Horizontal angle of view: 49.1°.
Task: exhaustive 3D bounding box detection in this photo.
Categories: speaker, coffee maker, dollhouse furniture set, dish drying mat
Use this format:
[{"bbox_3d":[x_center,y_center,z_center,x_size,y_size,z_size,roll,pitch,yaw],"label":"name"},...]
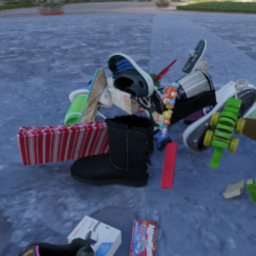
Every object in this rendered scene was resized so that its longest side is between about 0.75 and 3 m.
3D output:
[{"bbox_3d":[-1.886,-0.566,11.046,0.933,0.933,2.110,1,28,1],"label":"speaker"},{"bbox_3d":[1.918,-0.835,9.435,1.872,1.798,1.261,-27,12,-3],"label":"coffee maker"},{"bbox_3d":[3.073,1.704,7.350,0.968,0.486,0.634,-30,-4,36],"label":"dollhouse furniture set"},{"bbox_3d":[1.041,0.949,7.082,0.106,1.168,0.448,16,-16,-27],"label":"dish drying mat"}]

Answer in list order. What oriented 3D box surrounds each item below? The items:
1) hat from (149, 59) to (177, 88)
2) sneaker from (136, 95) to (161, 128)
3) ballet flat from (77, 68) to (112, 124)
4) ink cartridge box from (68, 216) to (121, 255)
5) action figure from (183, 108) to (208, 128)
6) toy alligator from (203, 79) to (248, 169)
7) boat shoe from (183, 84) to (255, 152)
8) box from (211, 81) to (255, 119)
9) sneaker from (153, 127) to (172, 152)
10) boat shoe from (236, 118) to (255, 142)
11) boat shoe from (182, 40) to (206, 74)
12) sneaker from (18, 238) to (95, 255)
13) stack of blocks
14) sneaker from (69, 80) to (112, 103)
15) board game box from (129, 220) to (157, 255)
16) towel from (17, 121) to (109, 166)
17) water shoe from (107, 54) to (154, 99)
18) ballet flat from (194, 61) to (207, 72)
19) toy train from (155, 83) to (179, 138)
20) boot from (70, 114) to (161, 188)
[{"bbox_3d":[1.121,-2.600,13.927,1.955,1.721,1.619,-17,33,-29],"label":"hat"},{"bbox_3d":[1.043,-0.883,11.023,0.940,0.816,2.122,-7,67,-55],"label":"sneaker"},{"bbox_3d":[-1.067,-0.630,9.549,0.901,2.759,0.973,21,7,5],"label":"ballet flat"},{"bbox_3d":[-0.716,2.410,6.038,0.938,0.393,0.680,15,35,25],"label":"ink cartridge box"},{"bbox_3d":[2.658,-0.858,10.913,1.199,1.333,1.790,20,58,-23],"label":"action figure"},{"bbox_3d":[2.662,-0.280,7.394,0.822,0.752,2.772,18,75,21],"label":"toy alligator"},{"bbox_3d":[3.105,-0.262,8.973,2.948,1.031,0.977,-35,26,-1],"label":"boat shoe"},{"bbox_3d":[4.562,-0.947,11.261,1.602,0.403,2.220,-33,50,-24],"label":"box"},{"bbox_3d":[0.834,0.399,8.766,1.315,0.505,0.731,-6,58,-39],"label":"sneaker"},{"bbox_3d":[4.039,0.105,8.371,1.776,0.641,0.639,14,9,1],"label":"boat shoe"},{"bbox_3d":[2.503,-2.729,10.702,0.430,1.389,0.520,19,24,-15],"label":"boat shoe"},{"bbox_3d":[-1.811,2.586,4.966,2.630,1.135,1.056,-13,30,-22],"label":"sneaker"},{"bbox_3d":[-0.026,-1.677,13.104,1.579,0.803,2.743,-21,35,-27],"label":"stack of blocks"},{"bbox_3d":[-1.816,-1.639,13.016,2.235,0.858,1.244,-13,37,-30],"label":"sneaker"},{"bbox_3d":[0.349,2.503,6.202,0.561,0.106,1.089,4,29,5],"label":"board game box"},{"bbox_3d":[-1.561,0.422,8.056,2.923,2.114,0.329,-6,62,-19],"label":"towel"},{"bbox_3d":[-0.169,-1.735,9.042,0.933,0.845,2.365,-20,43,-31],"label":"water shoe"},{"bbox_3d":[2.699,-2.189,10.204,0.482,0.476,1.417,21,8,6],"label":"ballet flat"},{"bbox_3d":[1.082,-0.584,8.205,0.449,1.613,1.211,17,18,10],"label":"toy train"},{"bbox_3d":[-0.406,0.602,7.528,2.412,1.976,0.893,6,34,4],"label":"boot"}]
